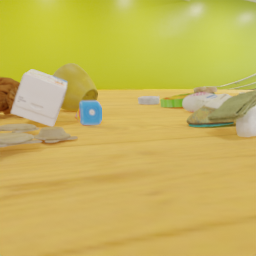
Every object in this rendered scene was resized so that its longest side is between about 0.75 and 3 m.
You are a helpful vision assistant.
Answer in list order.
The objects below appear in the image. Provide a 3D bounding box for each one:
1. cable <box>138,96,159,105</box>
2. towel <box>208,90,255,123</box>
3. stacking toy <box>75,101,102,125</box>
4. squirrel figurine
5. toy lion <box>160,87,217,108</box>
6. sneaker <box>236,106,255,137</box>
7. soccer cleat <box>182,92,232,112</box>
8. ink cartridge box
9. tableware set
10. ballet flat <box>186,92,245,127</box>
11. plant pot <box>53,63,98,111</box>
[{"bbox_3d":[1.156,-1.548,15.735,1.212,0.419,1.211,1,11,10],"label":"cable"},{"bbox_3d":[2.312,-0.446,6.041,0.911,0.224,1.228,-39,7,-15],"label":"towel"},{"bbox_3d":[-1.348,-0.390,8.620,0.678,0.717,1.236,-2,-4,-31],"label":"stacking toy"},{"bbox_3d":[-4.242,-1.003,9.802,2.020,1.429,1.885,-2,16,8],"label":"squirrel figurine"},{"bbox_3d":[2.978,-1.461,14.281,2.724,0.976,2.842,-8,9,0],"label":"toy lion"},{"bbox_3d":[3.400,-0.186,6.462,1.252,0.798,2.166,5,10,41],"label":"sneaker"},{"bbox_3d":[3.188,-0.938,10.862,2.361,0.825,1.019,4,13,27],"label":"soccer cleat"},{"bbox_3d":[-2.527,-0.928,8.211,1.191,1.170,1.617,19,12,-16],"label":"ink cartridge box"},{"bbox_3d":[-2.391,0.163,5.846,2.331,0.270,1.947,4,9,34],"label":"tableware set"},{"bbox_3d":[3.090,-0.564,8.198,2.919,1.032,1.032,-2,10,-10],"label":"ballet flat"},{"bbox_3d":[-2.146,-1.487,11.806,1.430,2.014,2.014,33,24,23],"label":"plant pot"}]
